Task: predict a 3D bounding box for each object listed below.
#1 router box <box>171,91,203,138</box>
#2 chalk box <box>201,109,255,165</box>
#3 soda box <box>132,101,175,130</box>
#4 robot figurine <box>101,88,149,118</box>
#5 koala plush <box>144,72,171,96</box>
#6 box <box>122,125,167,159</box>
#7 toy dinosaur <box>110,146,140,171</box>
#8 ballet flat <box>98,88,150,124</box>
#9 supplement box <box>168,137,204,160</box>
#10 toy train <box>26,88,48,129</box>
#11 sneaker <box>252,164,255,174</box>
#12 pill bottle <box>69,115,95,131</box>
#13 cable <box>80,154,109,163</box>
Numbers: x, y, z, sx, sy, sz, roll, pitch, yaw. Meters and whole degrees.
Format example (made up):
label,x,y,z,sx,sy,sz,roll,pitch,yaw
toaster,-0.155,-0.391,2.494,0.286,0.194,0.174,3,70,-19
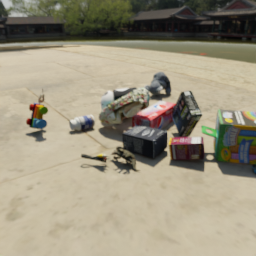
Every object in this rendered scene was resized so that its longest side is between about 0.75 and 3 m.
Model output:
label,x,y,z,sx,sy,sz,roll,pitch,yaw
router box,2.382,-0.540,11.615,0.509,1.640,1.229,-9,58,-14
chalk box,3.962,0.296,10.357,2.475,1.534,1.545,5,24,13
soda box,1.250,-0.454,12.927,0.945,0.856,2.698,14,27,30
robot figurine,-0.180,-1.242,13.843,2.349,1.765,1.466,-8,38,-4
koala plush,1.786,-2.600,17.516,1.408,1.459,1.587,14,39,31
box,0.648,0.496,10.746,1.426,0.744,1.055,14,27,35
toy dinosaur,-0.057,0.997,9.800,1.394,0.537,0.713,23,16,24
ballet flat,-0.254,-0.744,12.075,1.076,2.845,0.909,31,40,-37
supplement box,2.118,0.741,10.117,1.211,0.668,0.519,-3,27,18
toy train,-3.802,-0.838,12.219,0.781,1.845,1.067,12,0,-35
sneaker,4.664,1.345,9.367,0.981,0.359,0.402,2,23,6
pill bottle,-2.098,-0.215,12.710,1.063,0.590,0.590,-14,27,-29
cable,-1.143,1.029,9.864,1.019,0.495,0.256,7,68,22
